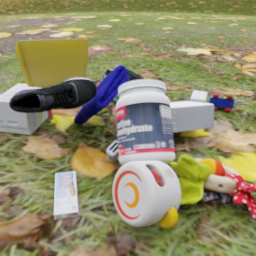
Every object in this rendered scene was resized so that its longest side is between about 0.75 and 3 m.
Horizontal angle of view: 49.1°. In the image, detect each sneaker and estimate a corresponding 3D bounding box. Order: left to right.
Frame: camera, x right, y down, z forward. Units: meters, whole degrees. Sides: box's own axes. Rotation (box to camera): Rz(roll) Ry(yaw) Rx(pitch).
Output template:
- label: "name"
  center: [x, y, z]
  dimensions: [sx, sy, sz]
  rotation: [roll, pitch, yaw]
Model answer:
- label: "sneaker"
  center: [-2.416, -0.928, 9.230]
  dimensions: [2.842, 1.076, 1.244]
  rotation: [-12, 16, -3]

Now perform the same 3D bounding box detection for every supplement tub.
- label: "supplement tub"
  center: [0.510, -0.081, 8.838]
  dimensions: [1.750, 2.494, 1.750]
  rotation: [-4, -10, -1]

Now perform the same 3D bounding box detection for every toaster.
- label: "toaster"
  center: [-0.420, 0.776, 9.615]
  dimensions: [0.436, 0.495, 0.767]
  rotation: [38, 72, 22]

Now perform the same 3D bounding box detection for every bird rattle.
- label: "bird rattle"
  center: [2.603, 1.404, 8.255]
  dimensions: [2.866, 1.614, 2.336]
  rotation: [3, 15, -1]

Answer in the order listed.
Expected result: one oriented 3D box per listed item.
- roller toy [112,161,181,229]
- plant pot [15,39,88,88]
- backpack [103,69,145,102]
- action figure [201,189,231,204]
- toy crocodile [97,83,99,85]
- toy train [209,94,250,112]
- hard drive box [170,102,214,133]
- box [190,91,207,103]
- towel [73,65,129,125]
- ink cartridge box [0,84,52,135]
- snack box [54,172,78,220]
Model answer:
- label: "roller toy"
  center: [0.487, 1.594, 6.941]
  dimensions: [1.172, 1.529, 1.677]
  rotation: [4, -2, -40]
- label: "plant pot"
  center: [-2.882, -2.147, 10.785]
  dimensions: [2.415, 2.130, 2.415]
  rotation: [-9, 12, -22]
- label: "backpack"
  center: [-0.148, -2.103, 14.207]
  dimensions: [1.811, 1.579, 2.060]
  rotation: [-15, 27, -36]
- label: "action figure"
  center: [2.437, 1.980, 8.192]
  dimensions: [1.024, 0.355, 0.667]
  rotation: [3, 9, -11]
- label: "toy crocodile"
  center: [-1.458, -2.198, 15.364]
  dimensions: [2.073, 0.640, 0.700]
  rotation: [-9, 30, -16]
- label: "toy train"
  center: [4.891, -1.269, 13.725]
  dimensions: [1.836, 0.777, 1.062]
  rotation: [5, 16, 10]
- label: "hard drive box"
  center: [1.797, -0.465, 11.162]
  dimensions: [2.511, 0.964, 1.957]
  rotation: [-6, 11, -20]
- label: "box"
  center: [3.221, -1.075, 12.996]
  dimensions: [0.656, 1.004, 0.998]
  rotation: [12, 32, 16]
- label: "towel"
  center: [-1.120, -1.202, 11.540]
  dimensions: [2.160, 0.725, 2.925]
  rotation: [-61, 16, -24]
- label: "ink cartridge box"
  center: [-4.496, -0.856, 12.114]
  dimensions: [1.489, 1.482, 2.049]
  rotation: [5, 30, 9]
- label: "snack box"
  center: [-1.864, 1.959, 8.402]
  dimensions: [0.653, 0.221, 1.815]
  rotation: [-6, 30, -10]
